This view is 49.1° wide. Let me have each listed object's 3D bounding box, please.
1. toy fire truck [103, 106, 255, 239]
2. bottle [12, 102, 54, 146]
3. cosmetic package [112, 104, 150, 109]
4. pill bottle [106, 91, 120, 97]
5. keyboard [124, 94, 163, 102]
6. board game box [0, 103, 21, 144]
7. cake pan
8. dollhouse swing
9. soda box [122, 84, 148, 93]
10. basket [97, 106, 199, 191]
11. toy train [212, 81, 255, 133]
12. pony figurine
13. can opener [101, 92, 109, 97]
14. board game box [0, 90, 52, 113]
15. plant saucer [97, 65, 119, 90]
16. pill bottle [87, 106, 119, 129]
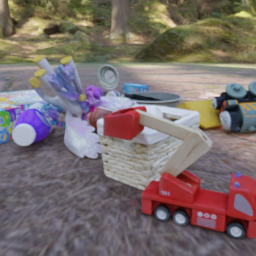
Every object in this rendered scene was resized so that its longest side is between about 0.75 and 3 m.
[{"bbox_3d":[0.735,0.537,3.846,2.163,1.525,0.527,6,18,23],"label":"toy fire truck"},{"bbox_3d":[-2.423,-0.098,7.261,0.679,0.869,2.081,-36,14,6],"label":"bottle"},{"bbox_3d":[0.049,-0.472,9.203,1.313,0.533,0.741,8,20,25],"label":"cosmetic package"},{"bbox_3d":[-0.665,-1.435,12.711,0.467,0.467,0.780,5,15,16],"label":"pill bottle"},{"bbox_3d":[0.821,-1.090,11.057,1.786,0.229,1.072,7,4,-29],"label":"keyboard"},{"bbox_3d":[-3.650,-0.041,7.054,0.875,0.859,1.668,11,19,28],"label":"board game box"},{"bbox_3d":[0.949,-1.089,11.507,2.495,0.458,2.495,0,16,0],"label":"cake pan"},{"bbox_3d":[2.213,-0.246,8.956,1.378,1.211,1.252,-8,59,-26],"label":"dollhouse swing"},{"bbox_3d":[0.388,-2.070,14.954,1.445,0.464,0.490,14,21,39],"label":"soda box"},{"bbox_3d":[0.430,0.300,5.411,1.228,1.118,1.812,13,20,38],"label":"basket"},{"bbox_3d":[3.764,-0.542,8.027,2.574,1.097,1.467,-4,54,-5],"label":"toy train"},{"bbox_3d":[-1.235,-0.556,6.700,2.228,2.308,1.922,14,54,41],"label":"pony figurine"},{"bbox_3d":[-1.113,-1.464,13.228,1.341,0.353,0.446,-3,50,-4],"label":"can opener"},{"bbox_3d":[-4.315,-1.032,11.239,1.897,0.483,2.822,-10,19,-33],"label":"board game box"},{"bbox_3d":[-0.859,-2.324,12.789,1.143,1.143,0.287,8,25,27],"label":"plant saucer"},{"bbox_3d":[-0.473,-0.208,7.827,1.297,0.727,0.727,17,23,39],"label":"pill bottle"}]
